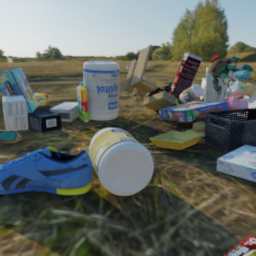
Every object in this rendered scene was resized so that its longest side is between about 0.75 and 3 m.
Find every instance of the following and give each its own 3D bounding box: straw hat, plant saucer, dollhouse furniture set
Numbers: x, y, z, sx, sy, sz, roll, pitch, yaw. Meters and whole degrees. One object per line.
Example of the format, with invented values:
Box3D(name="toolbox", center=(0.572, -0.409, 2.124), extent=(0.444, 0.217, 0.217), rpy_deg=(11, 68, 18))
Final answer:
Box3D(name="straw hat", center=(2.675, -0.015, 10.559), extent=(1.051, 0.445, 1.051), rpy_deg=(0, 14, 0))
Box3D(name="plant saucer", center=(1.545, 0.415, 8.978), extent=(1.263, 0.306, 1.263), rpy_deg=(5, 15, 45))
Box3D(name="dollhouse furniture set", center=(1.091, -2.145, 12.673), extent=(2.153, 1.754, 2.047), rpy_deg=(23, -18, -24))

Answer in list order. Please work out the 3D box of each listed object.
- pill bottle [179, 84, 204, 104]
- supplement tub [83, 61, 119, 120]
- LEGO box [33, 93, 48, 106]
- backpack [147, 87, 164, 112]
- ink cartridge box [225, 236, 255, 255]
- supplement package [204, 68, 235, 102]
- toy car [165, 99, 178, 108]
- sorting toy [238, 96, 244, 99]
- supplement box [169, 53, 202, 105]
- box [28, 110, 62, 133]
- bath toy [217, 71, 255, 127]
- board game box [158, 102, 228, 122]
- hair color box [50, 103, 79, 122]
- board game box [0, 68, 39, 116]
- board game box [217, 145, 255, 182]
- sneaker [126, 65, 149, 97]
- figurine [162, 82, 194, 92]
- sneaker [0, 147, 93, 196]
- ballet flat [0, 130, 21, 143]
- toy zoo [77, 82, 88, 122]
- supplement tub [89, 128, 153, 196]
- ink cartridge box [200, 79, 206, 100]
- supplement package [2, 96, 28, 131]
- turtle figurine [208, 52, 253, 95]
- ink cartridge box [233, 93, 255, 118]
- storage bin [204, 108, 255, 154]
Box3D(name="pill bottle", center=(2.810, -1.484, 12.499), extent=(0.615, 0.615, 1.056), rpy_deg=(-8, -10, -30))
Box3D(name="supplement tub", center=(-1.241, -1.752, 12.956), extent=(1.656, 2.510, 1.656), rpy_deg=(1, 18, 0))
Box3D(name="LEGO box", center=(-5.705, -1.654, 16.512), extent=(1.646, 0.635, 1.226), rpy_deg=(-10, 17, -33))
Box3D(name="backpack", center=(1.543, -1.411, 14.518), extent=(0.937, 1.236, 1.481), rpy_deg=(-19, 3, 21))
Box3D(name="ink cartridge box", center=(1.650, 1.840, 3.480), extent=(0.892, 0.374, 0.783), rpy_deg=(-11, 19, -39))
Box3D(name="supplement package", center=(5.283, -2.400, 16.349), extent=(1.524, 2.140, 2.748), rpy_deg=(4, 15, 15))
Box3D(name="toy car", center=(1.992, -0.952, 13.663), extent=(0.936, 0.769, 0.738), rpy_deg=(-5, 13, 11))
Box3D(name="sorting toy", center=(6.467, -0.852, 13.682), extent=(0.900, 0.906, 2.612), rpy_deg=(23, 3, -30))
Box3D(name="supplement box", center=(3.165, -2.747, 16.062), extent=(0.883, 2.899, 1.578), rpy_deg=(20, 14, -1))
Box3D(name="box", center=(-3.329, -0.269, 11.144), extent=(0.876, 0.632, 1.180), rpy_deg=(-13, 20, -39))
Box3D(name="bath toy", center=(4.359, -0.994, 11.015), extent=(0.885, 2.393, 1.041), rpy_deg=(21, 1, -26))
Box3D(name="board game box", center=(2.628, -0.719, 11.831), extent=(1.839, 0.468, 2.717), rpy_deg=(-13, 8, -13))
Box3D(name="hair color box", center=(-2.859, -0.776, 13.219), extent=(0.955, 0.585, 1.929), rpy_deg=(2, 14, 7))
Box3D(name="board game box", center=(-5.308, -1.749, 13.674), extent=(0.671, 2.157, 2.858), rpy_deg=(-24, 17, -3))
Box3D(name="board game box", center=(3.396, 0.926, 7.038), extent=(1.673, 0.363, 1.665), rpy_deg=(-14, 20, -42))
Box3D(name="sneaker", center=(0.491, -2.880, 18.258), extent=(1.187, 2.691, 1.095), rpy_deg=(-38, 39, -7))
Box3D(name="figurine", center=(3.913, -3.199, 22.070), extent=(2.005, 0.863, 1.956), rpy_deg=(-7, 9, -13))
Box3D(name="sneaker", center=(-2.081, 0.847, 6.079), extent=(2.659, 1.042, 0.876), rpy_deg=(0, 16, 4))
Box3D(name="ballet flat", center=(-4.305, 0.305, 9.461), extent=(1.559, 0.550, 0.509), rpy_deg=(7, -10, 16))
Box3D(name="toy zoo", center=(-2.065, -1.210, 12.654), extent=(0.175, 1.706, 1.120), rpy_deg=(-8, 17, -23))
Box3D(name="supplement tub", center=(-0.238, 0.676, 6.353), extent=(1.182, 1.182, 1.638), rpy_deg=(-5, 16, -17))
Box3D(name="ink cartridge box", center=(5.149, -2.602, 18.802), extent=(0.384, 1.302, 1.626), rpy_deg=(10, 16, 5))
Box3D(name="supplement package", center=(-4.634, -0.635, 11.453), extent=(0.840, 1.180, 1.515), rpy_deg=(-7, 17, -24))
Box3D(name="turtle figurine", center=(4.374, -2.504, 12.814), extent=(1.319, 1.961, 2.620), rpy_deg=(21, 14, -18))
Box3D(name="ink cartridge box", center=(5.000, -0.908, 11.564), extent=(0.251, 1.233, 1.236), rpy_deg=(39, 2, -16))
Box3D(name="storage bin", center=(3.778, 0.057, 9.057), extent=(2.277, 1.068, 1.540), rpy_deg=(-5, 15, -22))
